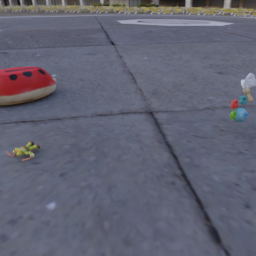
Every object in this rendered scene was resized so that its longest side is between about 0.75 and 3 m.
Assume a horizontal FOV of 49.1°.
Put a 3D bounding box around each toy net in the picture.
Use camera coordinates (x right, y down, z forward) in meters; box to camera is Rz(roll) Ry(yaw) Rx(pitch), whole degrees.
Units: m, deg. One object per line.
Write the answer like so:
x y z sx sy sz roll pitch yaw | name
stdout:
3.079 -0.843 7.622 0.708 1.349 0.261 10 2 -22 | toy net

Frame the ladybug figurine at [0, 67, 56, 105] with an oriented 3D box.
-3.932 -1.578 10.019 2.776 0.999 1.885 -18 32 -32 | ladybug figurine

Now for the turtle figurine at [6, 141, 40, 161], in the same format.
-2.464 0.512 6.666 0.763 0.246 0.615 7 23 25 | turtle figurine
